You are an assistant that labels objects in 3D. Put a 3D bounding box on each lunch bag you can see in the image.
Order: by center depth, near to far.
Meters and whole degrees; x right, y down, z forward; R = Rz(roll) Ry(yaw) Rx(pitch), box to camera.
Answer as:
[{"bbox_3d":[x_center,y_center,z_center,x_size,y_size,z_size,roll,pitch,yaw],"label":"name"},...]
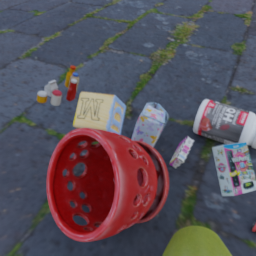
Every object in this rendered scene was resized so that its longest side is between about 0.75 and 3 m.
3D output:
[{"bbox_3d":[0.724,-0.077,9.241,0.916,1.222,1.441,22,25,-1],"label":"lunch bag"}]

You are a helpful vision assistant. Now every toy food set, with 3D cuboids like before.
[{"bbox_3d":[-2.179,-1.399,9.267,0.861,0.812,1.804,30,35,15],"label":"toy food set"}]

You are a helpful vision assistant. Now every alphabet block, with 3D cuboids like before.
[{"bbox_3d":[-0.727,-0.319,7.356,0.982,0.959,0.964,8,78,19],"label":"alphabet block"}]

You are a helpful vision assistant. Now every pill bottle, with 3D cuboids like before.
[{"bbox_3d":[3.465,-0.058,9.386,2.280,1.262,1.262,20,45,22],"label":"pill bottle"}]

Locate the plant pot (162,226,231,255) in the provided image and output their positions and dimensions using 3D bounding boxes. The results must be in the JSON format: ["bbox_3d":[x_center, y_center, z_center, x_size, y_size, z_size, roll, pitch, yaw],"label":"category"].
[{"bbox_3d":[1.346,3.166,5.304,2.267,2.267,2.423,7,25,7],"label":"plant pot"}]

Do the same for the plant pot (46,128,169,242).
[{"bbox_3d":[-0.408,1.264,6.709,2.391,2.391,2.177,37,18,35],"label":"plant pot"}]

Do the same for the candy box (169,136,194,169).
[{"bbox_3d":[1.641,0.757,8.617,0.268,0.600,0.879,32,58,0],"label":"candy box"}]

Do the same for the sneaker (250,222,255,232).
[{"bbox_3d":[3.549,2.480,7.237,0.813,0.287,0.397,-31,49,-28],"label":"sneaker"}]

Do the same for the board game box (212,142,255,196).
[{"bbox_3d":[2.673,1.018,7.017,0.904,0.394,1.225,-4,78,-30],"label":"board game box"}]
